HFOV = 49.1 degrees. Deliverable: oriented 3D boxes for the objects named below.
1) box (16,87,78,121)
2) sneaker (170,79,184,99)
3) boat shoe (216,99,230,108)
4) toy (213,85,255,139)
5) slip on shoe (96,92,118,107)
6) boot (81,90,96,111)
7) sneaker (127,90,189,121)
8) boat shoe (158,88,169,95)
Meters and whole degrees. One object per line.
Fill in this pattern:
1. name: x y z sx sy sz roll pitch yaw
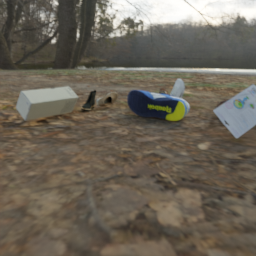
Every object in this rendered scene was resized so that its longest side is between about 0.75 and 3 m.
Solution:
1. box: -2.916 -0.926 10.253 0.711 0.855 2.081 48 35 21
2. sneaker: 2.147 -1.563 12.589 0.516 1.282 0.490 -6 23 -35
3. boat shoe: 4.507 -0.744 10.229 2.490 0.876 0.876 4 18 17
4. toy: 3.337 -0.457 8.124 1.726 0.994 0.408 -32 -16 -16
5. slip on shoe: -0.827 -1.261 12.369 0.404 0.507 1.333 1 18 39
6. boot: -1.685 -1.185 12.012 0.434 0.775 1.120 15 18 4
7. sneaker: 1.132 -0.865 10.711 2.597 0.960 1.068 19 22 31
8. boat shoe: 1.554 -1.428 12.369 0.502 0.476 1.325 -10 40 9
